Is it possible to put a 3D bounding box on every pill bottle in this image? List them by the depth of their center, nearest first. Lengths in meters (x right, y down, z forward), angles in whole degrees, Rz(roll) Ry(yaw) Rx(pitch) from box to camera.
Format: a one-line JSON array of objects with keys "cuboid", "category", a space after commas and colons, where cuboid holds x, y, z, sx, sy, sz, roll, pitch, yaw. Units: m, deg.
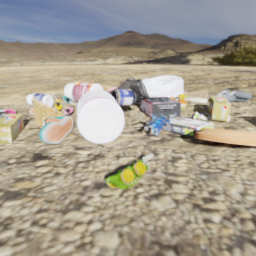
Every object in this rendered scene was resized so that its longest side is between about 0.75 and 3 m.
[{"cuboid": [-1.126, -0.570, 10.578, 1.602, 1.602, 2.826, -3, 17, -10], "category": "pill bottle"}, {"cuboid": [-0.087, -1.329, 12.222, 1.224, 0.684, 0.684, -4, 16, -27], "category": "pill bottle"}, {"cuboid": [-4.795, -1.471, 15.164, 1.362, 0.756, 0.756, 8, 18, 26], "category": "pill bottle"}, {"cuboid": [-2.623, -2.043, 16.377, 2.165, 1.186, 1.186, 10, 19, 31], "category": "pill bottle"}]

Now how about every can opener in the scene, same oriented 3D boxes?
[{"cuboid": [6.104, -1.660, 15.971, 2.415, 0.644, 0.807, 3, 58, -27], "category": "can opener"}]

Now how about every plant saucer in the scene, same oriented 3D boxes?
[{"cuboid": [3.337, 0.277, 8.746, 2.433, 0.393, 2.433, 6, 1, 0], "category": "plant saucer"}]

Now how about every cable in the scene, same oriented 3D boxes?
[{"cuboid": [1.754, -2.206, 16.354, 2.974, 1.030, 2.975, -19, 23, -18], "category": "cable"}]

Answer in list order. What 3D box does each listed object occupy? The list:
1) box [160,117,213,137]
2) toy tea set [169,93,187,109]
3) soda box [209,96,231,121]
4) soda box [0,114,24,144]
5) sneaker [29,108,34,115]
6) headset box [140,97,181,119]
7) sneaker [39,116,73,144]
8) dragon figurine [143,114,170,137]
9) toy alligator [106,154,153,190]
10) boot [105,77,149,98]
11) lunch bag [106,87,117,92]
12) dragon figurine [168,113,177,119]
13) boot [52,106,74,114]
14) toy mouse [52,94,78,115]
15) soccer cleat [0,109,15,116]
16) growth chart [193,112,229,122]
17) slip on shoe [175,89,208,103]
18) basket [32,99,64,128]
[{"cuboid": [2.199, -0.062, 10.785, 1.036, 0.327, 1.882, -14, 17, -31], "category": "box"}, {"cuboid": [2.394, -1.263, 14.921, 1.593, 0.590, 0.947, -14, -23, 14], "category": "toy tea set"}, {"cuboid": [4.193, -0.934, 12.960, 0.720, 0.762, 2.249, 7, 15, 12], "category": "soda box"}, {"cuboid": [-4.401, -0.007, 10.397, 0.598, 0.632, 1.867, -2, 16, -7], "category": "soda box"}, {"cuboid": [-4.393, -0.767, 13.657, 0.932, 0.332, 0.372, -1, -11, 27], "category": "sneaker"}, {"cuboid": [1.568, -0.990, 13.545, 1.459, 0.757, 1.960, -4, 15, -13], "category": "headset box"}, {"cuboid": [-2.737, 0.065, 10.020, 0.870, 0.777, 2.177, 0, 13, 11], "category": "sneaker"}, {"cuboid": [0.978, -0.205, 10.045, 0.510, 0.861, 1.733, 24, 2, 31], "category": "dragon figurine"}, {"cuboid": [0.167, 1.111, 6.872, 0.642, 0.465, 1.936, -28, -5, 40], "category": "toy alligator"}, {"cuboid": [-0.466, -1.541, 14.295, 2.582, 1.027, 2.966, -30, 22, -9], "category": "boot"}, {"cuboid": [-0.512, -2.201, 17.792, 1.667, 0.683, 1.468, 8, 18, 25], "category": "lunch bag"}, {"cuboid": [1.938, -0.408, 12.109, 0.374, 0.753, 0.221, 8, 60, 11], "category": "dragon figurine"}, {"cuboid": [-3.301, -0.797, 13.765, 1.089, 0.394, 0.906, -13, -4, 11], "category": "boot"}, {"cuboid": [-2.888, -1.034, 13.133, 1.115, 1.254, 0.243, -11, -12, -31], "category": "toy mouse"}, {"cuboid": [-5.909, -0.752, 13.507, 0.919, 0.321, 0.397, -4, 17, -13], "category": "soccer cleat"}, {"cuboid": [3.868, -0.503, 12.959, 1.658, 0.147, 1.200, 6, 18, 12], "category": "growth chart"}, {"cuboid": [3.494, -1.996, 16.915, 2.587, 0.784, 0.984, 8, 18, 25], "category": "slip on shoe"}, {"cuboid": [-3.276, -0.637, 11.722, 1.060, 1.107, 1.485, -9, 18, -30], "category": "basket"}]
